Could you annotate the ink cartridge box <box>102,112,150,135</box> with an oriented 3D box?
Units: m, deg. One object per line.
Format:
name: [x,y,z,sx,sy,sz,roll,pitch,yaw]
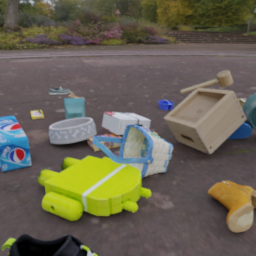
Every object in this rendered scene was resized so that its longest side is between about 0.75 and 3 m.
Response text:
ink cartridge box: [-0.066,-0.160,10.711,1.508,0.632,1.088,2,15,-39]

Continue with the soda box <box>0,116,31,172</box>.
soda box: [-3.897,0.416,9.148,0.862,0.911,2.685,-11,22,-28]

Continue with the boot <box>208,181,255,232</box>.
boot: [2.274,1.693,6.306,1.665,0.586,1.192,-11,17,-39]

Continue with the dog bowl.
dog bowl: [-2.048,0.063,10.282,1.814,0.532,1.814,-9,14,2]

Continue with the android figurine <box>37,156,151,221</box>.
android figurine: [-0.820,1.396,6.968,2.786,0.572,2.536,10,22,28]

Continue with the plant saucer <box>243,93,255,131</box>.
plant saucer: [5.268,-0.326,9.579,2.620,2.620,0.359,11,58,28]

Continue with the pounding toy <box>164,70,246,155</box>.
pounding toy: [2.823,-0.677,9.909,2.894,1.324,2.543,-41,24,-12]

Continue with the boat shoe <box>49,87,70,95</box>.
boat shoe: [-4.292,-2.343,17.518,1.309,0.404,0.477,-6,21,-17]

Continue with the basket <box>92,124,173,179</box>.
basket: [0.116,0.612,7.947,1.930,1.342,1.702,0,19,-31]

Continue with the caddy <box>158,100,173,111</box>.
caddy: [1.920,-1.201,14.309,0.606,0.450,0.858,-9,22,-27]

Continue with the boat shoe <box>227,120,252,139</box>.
boat shoe: [3.440,-0.253,10.743,2.519,1.060,0.865,12,36,25]

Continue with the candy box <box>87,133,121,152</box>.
candy box: [-0.804,0.490,9.852,1.101,0.311,0.642,-12,23,-26]

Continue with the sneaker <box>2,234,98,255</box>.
sneaker: [-0.770,2.173,4.098,2.538,1.051,0.910,5,20,12]

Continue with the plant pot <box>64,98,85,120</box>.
plant pot: [-2.326,-0.649,12.208,0.909,0.909,1.286,-3,27,-9]

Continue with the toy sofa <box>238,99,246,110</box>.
toy sofa: [5.876,-1.030,13.715,0.627,0.533,1.286,-2,20,-1]

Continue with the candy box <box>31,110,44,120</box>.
candy box: [-4.285,-0.619,13.165,0.517,0.134,1.012,-10,22,-20]

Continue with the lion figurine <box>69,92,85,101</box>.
lion figurine: [-2.823,-1.613,15.626,1.233,0.447,0.755,20,17,13]
